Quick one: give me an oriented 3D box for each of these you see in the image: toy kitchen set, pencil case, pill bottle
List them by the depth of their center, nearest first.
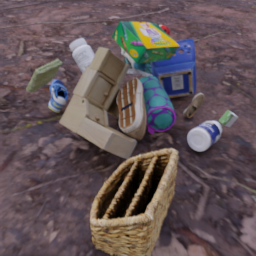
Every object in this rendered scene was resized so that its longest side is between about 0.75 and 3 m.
[{"bbox_3d":[-0.172,-0.700,9.644,2.678,2.969,2.422,26,-2,44],"label":"toy kitchen set"},{"bbox_3d":[2.730,0.225,9.767,0.810,0.810,1.458,25,30,30],"label":"pill bottle"},{"bbox_3d":[0.936,-0.936,10.496,1.087,1.180,2.554,36,22,-28],"label":"pencil case"},{"bbox_3d":[-1.749,-2.840,11.409,0.812,1.433,0.812,-29,0,0],"label":"pill bottle"}]

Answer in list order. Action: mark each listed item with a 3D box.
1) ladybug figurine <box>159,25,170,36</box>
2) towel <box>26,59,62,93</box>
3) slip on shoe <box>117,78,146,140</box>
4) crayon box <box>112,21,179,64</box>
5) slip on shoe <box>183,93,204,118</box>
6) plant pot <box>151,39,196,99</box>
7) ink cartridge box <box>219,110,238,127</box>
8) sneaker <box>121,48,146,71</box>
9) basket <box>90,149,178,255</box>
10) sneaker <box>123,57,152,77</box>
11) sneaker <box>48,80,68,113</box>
[{"bbox_3d":[1.436,-3.801,11.751,0.451,0.851,1.253,2,63,38],"label":"ladybug figurine"},{"bbox_3d":[-3.186,-1.994,10.742,0.288,1.170,1.577,41,35,-1],"label":"towel"},{"bbox_3d":[0.210,-0.671,9.365,0.958,0.763,2.520,-29,38,22],"label":"slip on shoe"},{"bbox_3d":[0.642,-2.887,9.416,1.301,0.638,2.190,49,38,14],"label":"crayon box"},{"bbox_3d":[2.680,-0.875,11.249,1.149,0.437,0.348,-48,19,4],"label":"slip on shoe"},{"bbox_3d":[2.038,-2.458,12.366,2.003,2.003,1.801,-7,48,9],"label":"plant pot"},{"bbox_3d":[3.585,-0.335,10.097,0.285,0.498,0.960,47,20,29],"label":"ink cartridge box"},{"bbox_3d":[0.191,-2.898,10.616,0.976,0.925,2.417,-1,41,3],"label":"sneaker"},{"bbox_3d":[0.089,1.656,6.953,1.770,1.848,2.481,14,39,19],"label":"basket"},{"bbox_3d":[0.842,-3.123,13.647,2.406,1.098,0.934,3,41,-21],"label":"sneaker"},{"bbox_3d":[-2.861,-1.479,11.745,0.688,0.766,1.861,23,37,-32],"label":"sneaker"}]
